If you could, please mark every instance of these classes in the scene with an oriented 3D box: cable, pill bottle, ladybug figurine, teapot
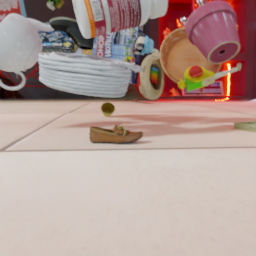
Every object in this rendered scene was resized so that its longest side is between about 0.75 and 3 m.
[{"bbox_3d":[-1.341,-1.720,8.760,2.848,0.986,2.847,22,22,35],"label":"cable"},{"bbox_3d":[-0.217,-3.216,7.340,2.289,1.254,1.254,-17,11,-10],"label":"pill bottle"},{"bbox_3d":[0.902,-2.107,11.680,0.718,1.997,1.355,-8,-23,44],"label":"ladybug figurine"},{"bbox_3d":[-3.747,-2.711,9.755,1.563,2.140,2.113,30,42,-17],"label":"teapot"}]

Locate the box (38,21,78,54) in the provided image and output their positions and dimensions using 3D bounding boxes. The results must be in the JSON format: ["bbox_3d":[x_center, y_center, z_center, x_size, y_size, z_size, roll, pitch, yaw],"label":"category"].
[{"bbox_3d":[-3.173,-4.122,12.786,2.095,1.665,0.482,5,-26,15],"label":"box"}]

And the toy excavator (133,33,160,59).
[{"bbox_3d":[0.756,-2.870,10.178,1.099,0.549,1.069,9,-15,-10],"label":"toy excavator"}]

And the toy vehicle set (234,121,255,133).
[{"bbox_3d":[5.068,0.002,10.211,1.226,0.262,1.973,-4,9,-28],"label":"toy vehicle set"}]

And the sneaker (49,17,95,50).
[{"bbox_3d":[-1.805,-3.019,9.022,1.519,0.807,0.568,7,-4,-6],"label":"sneaker"}]

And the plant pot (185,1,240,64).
[{"bbox_3d":[3.118,-3.249,9.958,1.794,1.606,1.794,-11,-26,-6],"label":"plant pot"}]

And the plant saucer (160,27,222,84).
[{"bbox_3d":[2.577,-2.926,11.714,2.595,2.595,0.486,0,-10,-3],"label":"plant saucer"}]

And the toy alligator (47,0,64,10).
[{"bbox_3d":[-2.078,-3.726,8.016,0.522,0.379,1.576,36,21,-35],"label":"toy alligator"}]

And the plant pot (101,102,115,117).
[{"bbox_3d":[-1.168,-0.958,15.796,0.796,0.796,0.565,-2,-31,-12],"label":"plant pot"}]

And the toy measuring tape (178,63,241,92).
[{"bbox_3d":[2.820,-1.979,10.037,2.321,0.854,0.854,-22,9,-2],"label":"toy measuring tape"}]

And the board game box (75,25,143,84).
[{"bbox_3d":[-0.946,-3.430,11.837,2.915,2.916,0.899,8,9,18],"label":"board game box"}]

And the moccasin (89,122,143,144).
[{"bbox_3d":[-0.346,0.138,7.974,1.527,0.589,0.558,2,8,12],"label":"moccasin"}]
